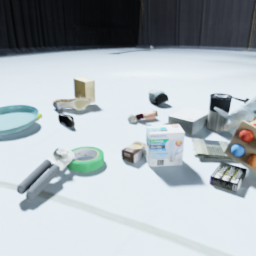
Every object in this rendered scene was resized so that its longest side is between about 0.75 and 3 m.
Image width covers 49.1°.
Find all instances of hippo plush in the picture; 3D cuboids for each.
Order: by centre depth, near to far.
[{"bbox_3d":[4.689,-0.077,11.219,2.251,1.793,1.810,-20,-20,-2],"label":"hippo plush"}]

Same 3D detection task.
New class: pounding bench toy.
[{"bbox_3d":[4.564,0.733,9.088,2.128,1.322,1.660,36,32,31],"label":"pounding bench toy"}]

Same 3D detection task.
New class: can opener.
[{"bbox_3d":[-2.509,1.404,8.847,0.636,0.802,2.415,29,32,6],"label":"can opener"}]

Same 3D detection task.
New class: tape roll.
[{"bbox_3d":[-1.535,1.087,9.954,1.356,0.326,1.356,1,22,0],"label":"tape roll"}]

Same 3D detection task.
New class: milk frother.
[{"bbox_3d":[4.535,-0.661,12.584,1.525,1.590,1.690,-17,28,-35],"label":"milk frother"}]

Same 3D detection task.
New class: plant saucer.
[{"bbox_3d":[-5.681,-0.372,13.194,2.921,0.400,2.921,-1,28,1],"label":"plant saucer"}]

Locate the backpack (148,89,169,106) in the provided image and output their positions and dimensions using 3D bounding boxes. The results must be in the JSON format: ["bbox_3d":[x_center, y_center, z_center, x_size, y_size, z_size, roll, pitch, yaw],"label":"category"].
[{"bbox_3d":[1.712,-1.841,16.646,0.998,0.757,1.196,-15,25,-28],"label":"backpack"}]

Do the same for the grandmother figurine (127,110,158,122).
[{"bbox_3d":[0.701,-0.567,13.956,1.568,0.475,0.951,-12,0,-21],"label":"grandmother figurine"}]

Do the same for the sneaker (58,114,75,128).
[{"bbox_3d":[-2.813,-0.415,13.476,0.604,0.523,1.380,-11,24,-38],"label":"sneaker"}]

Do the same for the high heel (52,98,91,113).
[{"bbox_3d":[-3.199,-1.495,15.753,2.016,0.720,1.437,-19,34,-21],"label":"high heel"}]

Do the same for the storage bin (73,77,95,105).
[{"bbox_3d":[-2.620,-2.234,16.742,0.664,1.406,1.416,-16,27,-37],"label":"storage bin"}]

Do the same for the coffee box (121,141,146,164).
[{"bbox_3d":[0.254,0.875,10.373,0.572,0.399,1.000,14,26,30],"label":"coffee box"}]

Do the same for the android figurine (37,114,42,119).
[{"bbox_3d":[-4.980,-0.596,14.292,1.043,0.214,0.950,-16,27,-38],"label":"android figurine"}]

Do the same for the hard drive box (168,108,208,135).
[{"bbox_3d":[2.832,-0.351,13.086,1.296,0.639,1.663,18,28,37],"label":"hard drive box"}]

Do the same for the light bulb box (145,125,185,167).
[{"bbox_3d":[1.271,0.614,9.877,1.245,1.256,0.784,-3,22,-5],"label":"light bulb box"}]

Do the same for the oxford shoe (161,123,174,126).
[{"bbox_3d":[1.595,-0.055,12.655,1.030,0.380,0.364,-5,26,5],"label":"oxford shoe"}]

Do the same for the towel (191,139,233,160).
[{"bbox_3d":[3.240,0.839,10.775,1.481,0.266,1.538,5,20,5],"label":"towel"}]

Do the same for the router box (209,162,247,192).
[{"bbox_3d":[3.187,1.528,8.891,0.858,0.294,1.151,15,26,32],"label":"router box"}]
